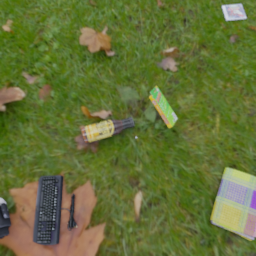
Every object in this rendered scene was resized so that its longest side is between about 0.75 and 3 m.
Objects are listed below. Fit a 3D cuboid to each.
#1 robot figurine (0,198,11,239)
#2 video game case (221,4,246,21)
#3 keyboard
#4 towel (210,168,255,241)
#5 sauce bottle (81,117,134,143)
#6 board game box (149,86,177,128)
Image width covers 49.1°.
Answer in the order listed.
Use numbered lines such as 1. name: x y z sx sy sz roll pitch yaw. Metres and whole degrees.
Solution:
1. robot figurine: -4.376 2.997 9.300 1.009 0.838 1.344 -20 69 -11
2. video game case: 4.971 -5.433 13.175 0.958 0.110 0.873 -6 68 -3
3. keyboard: -2.490 2.801 9.703 1.473 0.239 2.318 -2 68 -1
4. towel: 3.844 2.596 9.780 1.563 0.248 2.176 19 68 8
5. sauce bottle: -0.772 0.023 10.634 1.990 0.657 0.657 -18 69 -7
6. board game box: 1.264 -0.769 10.204 1.480 0.222 0.707 58 36 -12
